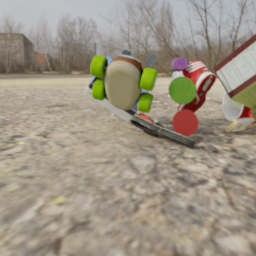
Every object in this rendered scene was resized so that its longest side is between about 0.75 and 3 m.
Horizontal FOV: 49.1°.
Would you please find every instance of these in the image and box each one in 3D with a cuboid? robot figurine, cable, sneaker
[{"bbox_3d":[2.247,-1.840,11.148,1.043,1.566,1.847,22,41,0],"label":"robot figurine"},{"bbox_3d":[1.060,-0.063,9.214,1.330,0.689,2.738,32,-9,-30],"label":"cable"},{"bbox_3d":[2.140,-1.395,9.613,0.807,2.060,1.190,-1,52,-28],"label":"sneaker"}]

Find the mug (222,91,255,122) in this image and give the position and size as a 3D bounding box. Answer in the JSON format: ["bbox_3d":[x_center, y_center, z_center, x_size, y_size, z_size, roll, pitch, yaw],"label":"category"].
[{"bbox_3d":[5.708,-0.833,12.131,2.517,2.234,1.679,2,-29,-12],"label":"mug"}]

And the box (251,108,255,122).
[{"bbox_3d":[5.436,-0.793,9.318,0.875,0.803,2.499,-12,-17,-28],"label":"box"}]

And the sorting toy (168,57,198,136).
[{"bbox_3d":[1.663,-0.966,9.196,0.892,2.574,0.886,-3,-7,-9],"label":"sorting toy"}]

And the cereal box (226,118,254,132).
[{"bbox_3d":[3.970,-0.104,9.947,0.850,0.612,0.168,-6,59,-25],"label":"cereal box"}]

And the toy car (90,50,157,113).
[{"bbox_3d":[0.116,-2.041,9.852,2.058,1.977,2.506,16,50,9],"label":"toy car"}]

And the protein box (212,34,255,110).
[{"bbox_3d":[4.512,-1.923,9.560,2.088,1.419,2.104,11,-39,-44],"label":"protein box"}]

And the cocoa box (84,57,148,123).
[{"bbox_3d":[-0.406,-1.595,11.484,2.190,1.437,1.460,32,29,-11],"label":"cocoa box"}]
